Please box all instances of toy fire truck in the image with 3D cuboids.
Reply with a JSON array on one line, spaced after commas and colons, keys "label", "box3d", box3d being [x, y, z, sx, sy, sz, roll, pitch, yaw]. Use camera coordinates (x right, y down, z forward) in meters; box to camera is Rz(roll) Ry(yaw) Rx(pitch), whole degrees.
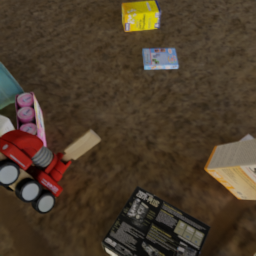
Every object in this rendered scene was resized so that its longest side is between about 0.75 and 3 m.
[{"label": "toy fire truck", "box3d": [-2.524, 0.867, 8.604, 1.833, 2.507, 2.849, 13, 58, 43]}]

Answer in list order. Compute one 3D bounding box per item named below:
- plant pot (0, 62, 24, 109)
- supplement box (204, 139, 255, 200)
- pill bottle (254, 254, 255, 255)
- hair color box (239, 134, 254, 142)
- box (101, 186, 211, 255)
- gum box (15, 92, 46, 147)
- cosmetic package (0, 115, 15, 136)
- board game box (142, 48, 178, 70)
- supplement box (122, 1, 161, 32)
[{"label": "plant pot", "box3d": [-5.716, -1.449, 10.746, 2.410, 2.461, 2.461, -41, 65, -16]}, {"label": "supplement box", "box3d": [3.882, 1.246, 8.176, 1.756, 2.786, 1.024, 40, 65, -13]}, {"label": "pill bottle", "box3d": [4.868, 4.057, 7.258, 1.641, 1.641, 2.741, -32, 61, -20]}, {"label": "hair color box", "box3d": [4.608, 1.119, 9.952, 0.876, 0.529, 1.726, -31, 60, -20]}, {"label": "box", "box3d": [0.792, 3.243, 8.168, 2.457, 1.058, 2.012, 26, 59, 17]}, {"label": "gum box", "box3d": [-3.628, -0.193, 10.436, 0.704, 1.208, 2.128, -13, 57, -9]}, {"label": "cosmetic package", "box3d": [-5.070, 0.650, 9.571, 1.678, 1.677, 2.034, 19, 57, 13]}, {"label": "board game box", "box3d": [1.481, -3.240, 13.089, 1.542, 0.282, 1.166, -2, 56, -1]}, {"label": "supplement box", "box3d": [0.649, -5.727, 14.356, 1.840, 1.001, 1.008, -8, 56, -5]}]
